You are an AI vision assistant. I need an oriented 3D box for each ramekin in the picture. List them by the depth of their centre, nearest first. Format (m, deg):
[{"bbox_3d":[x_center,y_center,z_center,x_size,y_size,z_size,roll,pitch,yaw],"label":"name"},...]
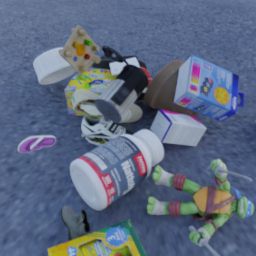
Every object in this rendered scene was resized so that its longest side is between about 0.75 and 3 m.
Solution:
[{"bbox_3d":[-3.161,-2.704,12.217,1.904,0.928,1.904,-25,2,1],"label":"ramekin"}]

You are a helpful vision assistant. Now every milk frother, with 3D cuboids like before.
[{"bbox_3d":[-0.487,-1.484,9.158,1.843,1.663,1.733,32,65,10],"label":"milk frother"}]

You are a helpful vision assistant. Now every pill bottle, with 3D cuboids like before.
[{"bbox_3d":[-0.226,1.051,8.004,2.510,1.501,1.501,-29,47,-32],"label":"pill bottle"}]

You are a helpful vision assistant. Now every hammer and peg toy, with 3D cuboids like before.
[{"bbox_3d":[-1.686,-2.725,10.571,0.652,1.850,1.361,24,80,34],"label":"hammer and peg toy"}]

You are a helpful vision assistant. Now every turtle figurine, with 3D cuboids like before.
[{"bbox_3d":[1.679,1.698,6.736,2.489,1.847,2.567,5,15,24],"label":"turtle figurine"}]

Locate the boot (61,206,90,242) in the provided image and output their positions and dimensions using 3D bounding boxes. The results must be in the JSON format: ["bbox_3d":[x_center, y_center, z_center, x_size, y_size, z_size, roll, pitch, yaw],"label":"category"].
[{"bbox_3d":[-1.233,2.204,6.782,0.368,0.709,1.086,16,31,-41],"label":"boot"}]

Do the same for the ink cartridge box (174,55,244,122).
[{"bbox_3d":[2.885,-1.270,9.664,2.341,0.894,1.597,20,65,-15],"label":"ink cartridge box"}]

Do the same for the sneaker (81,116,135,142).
[{"bbox_3d":[-0.649,0.084,9.696,2.152,0.952,0.797,10,39,11],"label":"sneaker"}]

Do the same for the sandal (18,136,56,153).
[{"bbox_3d":[-2.735,0.491,8.554,1.235,0.503,0.304,-18,35,-41],"label":"sandal"}]

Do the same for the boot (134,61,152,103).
[{"bbox_3d":[0.161,-1.975,11.252,2.489,0.901,1.796,-17,78,-53],"label":"boot"}]

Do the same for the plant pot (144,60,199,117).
[{"bbox_3d":[1.978,-1.231,10.738,1.836,2.106,2.106,43,53,19],"label":"plant pot"}]

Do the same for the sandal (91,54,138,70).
[{"bbox_3d":[-0.702,-3.313,13.982,2.435,0.926,0.521,-7,67,-21],"label":"sandal"}]

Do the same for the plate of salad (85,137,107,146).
[{"bbox_3d":[-0.935,0.456,9.210,0.986,0.237,0.986,18,-1,0],"label":"plate of salad"}]

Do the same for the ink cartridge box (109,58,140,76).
[{"bbox_3d":[-0.124,-2.264,10.808,1.095,0.323,1.367,-13,32,0],"label":"ink cartridge box"}]

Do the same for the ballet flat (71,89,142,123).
[{"bbox_3d":[-0.713,-0.620,10.110,2.729,0.948,0.948,14,35,-16],"label":"ballet flat"}]

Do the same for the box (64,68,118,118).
[{"bbox_3d":[-1.266,-1.439,11.384,1.971,1.202,1.898,7,39,8],"label":"box"}]

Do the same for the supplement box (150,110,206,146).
[{"bbox_3d":[1.677,0.021,9.366,1.585,0.819,0.802,7,30,-30],"label":"supplement box"}]

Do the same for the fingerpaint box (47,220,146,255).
[{"bbox_3d":[-0.413,3.302,5.676,1.939,0.853,2.325,-14,40,-17],"label":"fingerpaint box"}]
